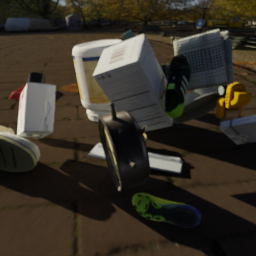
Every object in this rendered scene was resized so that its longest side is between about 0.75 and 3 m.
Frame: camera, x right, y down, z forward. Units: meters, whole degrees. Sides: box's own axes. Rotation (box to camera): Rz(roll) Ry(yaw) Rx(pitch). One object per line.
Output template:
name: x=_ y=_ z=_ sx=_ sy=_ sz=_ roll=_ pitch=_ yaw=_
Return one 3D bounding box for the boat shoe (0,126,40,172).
boat shoe: x=-3.357 y=0.382 z=7.221 sx=2.768 sy=1.034 sz=0.947 roll=9 pitch=29 yaw=19

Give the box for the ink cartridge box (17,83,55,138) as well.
ink cartridge box: x=-2.366 y=-0.379 z=7.110 sx=0.683 sy=1.172 sz=1.619 roll=5 pitch=-8 yaw=-26

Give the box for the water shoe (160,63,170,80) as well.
water shoe: x=0.843 y=-1.508 z=8.316 sx=2.458 sy=0.970 sz=0.879 roll=-7 pitch=41 yaw=-38

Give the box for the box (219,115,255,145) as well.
box: x=2.660 y=0.049 z=6.126 sx=1.012 sy=0.789 sz=0.208 roll=-14 pitch=50 yaw=50

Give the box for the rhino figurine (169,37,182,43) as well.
rhino figurine: x=1.769 y=-3.221 z=10.299 sx=0.371 sy=0.254 sz=0.849 roll=1 pitch=25 yaw=-19

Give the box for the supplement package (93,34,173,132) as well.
supplement package: x=0.228 y=-0.943 z=6.554 sx=1.120 sy=1.909 sz=1.116 roll=-13 pitch=42 yaw=25

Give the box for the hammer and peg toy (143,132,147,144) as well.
hammer and peg toy: x=0.152 y=0.378 z=8.008 sx=0.785 sy=0.277 sz=0.578 roll=-23 pitch=21 yaw=4

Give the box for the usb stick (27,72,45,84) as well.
usb stick: x=-3.040 y=-0.880 z=8.991 sx=0.544 sy=1.961 sz=0.320 roll=6 pitch=-17 yaw=-13

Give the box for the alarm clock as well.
alarm clock: x=-0.101 y=0.512 z=5.518 sx=0.718 sy=2.156 sz=1.455 roll=-14 pitch=68 yaw=-15

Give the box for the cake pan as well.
cake pan: x=1.998 y=-0.678 z=8.200 sx=1.738 sy=1.738 sz=0.319 roll=-12 pitch=69 yaw=-26

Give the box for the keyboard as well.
keyboard: x=0.190 y=0.781 z=7.254 sx=2.377 sy=0.127 sz=0.669 roll=9 pitch=28 yaw=12

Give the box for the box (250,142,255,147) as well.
box: x=4.092 y=0.318 z=8.467 sx=0.990 sy=0.179 sz=0.708 roll=-6 pitch=23 yaw=-15

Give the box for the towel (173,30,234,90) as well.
towel: x=1.678 y=-1.491 z=6.251 sx=1.255 sy=1.208 sz=0.217 roll=-6 pitch=-1 yaw=21

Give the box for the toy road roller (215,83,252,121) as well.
toy road roller: x=2.701 y=-0.639 z=7.115 sx=0.621 sy=1.010 sz=0.738 roll=-5 pitch=18 yaw=-16

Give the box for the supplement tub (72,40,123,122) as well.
supplement tub: x=-0.841 y=-1.657 z=9.825 sx=1.843 sy=2.552 sz=1.843 roll=-6 pitch=24 yaw=3

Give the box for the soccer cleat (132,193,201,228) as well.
soccer cleat: x=0.720 y=1.587 z=5.393 sx=1.375 sy=0.445 sz=0.575 roll=9 pitch=-5 yaw=30

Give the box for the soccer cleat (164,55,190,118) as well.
soccer cleat: x=1.015 y=-0.915 z=5.902 sx=0.476 sy=1.409 sz=0.571 roll=3 pitch=-8 yaw=27

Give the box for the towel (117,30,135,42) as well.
towel: x=0.096 y=-2.578 z=11.276 sx=1.592 sy=2.172 sz=0.236 roll=-36 pitch=16 yaw=3

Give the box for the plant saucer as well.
plant saucer: x=-4.345 y=-1.652 z=12.809 sx=1.605 sy=0.295 sz=1.608 roll=3 pitch=24 yaw=7
